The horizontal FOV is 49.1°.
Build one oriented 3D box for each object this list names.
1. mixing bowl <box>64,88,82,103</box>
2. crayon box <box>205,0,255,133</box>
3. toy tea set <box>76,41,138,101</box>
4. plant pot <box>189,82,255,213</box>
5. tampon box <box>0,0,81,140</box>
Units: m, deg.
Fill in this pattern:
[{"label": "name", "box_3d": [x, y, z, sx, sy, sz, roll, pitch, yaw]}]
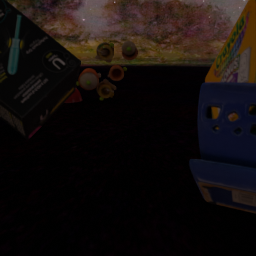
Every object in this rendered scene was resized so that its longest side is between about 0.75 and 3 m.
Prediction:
[{"label": "mixing bowl", "box_3d": [-2.482, -1.425, 11.800, 1.061, 0.574, 1.061, 0, 14, 0]}, {"label": "crayon box", "box_3d": [2.041, -0.774, 4.461, 0.831, 1.694, 2.853, 5, -22, 0]}, {"label": "toy tea set", "box_3d": [-0.785, -2.305, 10.962, 1.633, 2.746, 1.016, 28, 24, -18]}, {"label": "plant pot", "box_3d": [1.477, 0.320, 3.379, 1.338, 1.203, 1.339, 8, -24, 26]}, {"label": "tampon box", "box_3d": [-2.502, -1.250, 6.053, 1.743, 2.325, 1.468, -51, 0, -24]}]
